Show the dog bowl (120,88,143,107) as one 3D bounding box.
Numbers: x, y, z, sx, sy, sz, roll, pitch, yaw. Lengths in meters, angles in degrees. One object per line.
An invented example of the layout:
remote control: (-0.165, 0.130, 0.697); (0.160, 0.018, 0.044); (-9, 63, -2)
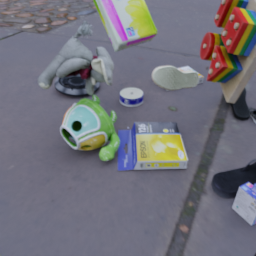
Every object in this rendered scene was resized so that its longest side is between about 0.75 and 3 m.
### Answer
dog bowl: (0.146, -1.315, 11.974); (1.011, 0.398, 1.011); (0, 36, 0)

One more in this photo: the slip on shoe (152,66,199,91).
slip on shoe: (1.052, -1.154, 6.514); (1.459, 0.540, 0.446); (-7, 16, -41)

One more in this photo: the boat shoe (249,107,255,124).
boat shoe: (4.967, -0.563, 10.976); (0.372, 0.353, 1.065); (1, 36, 2)

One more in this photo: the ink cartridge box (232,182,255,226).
ink cartridge box: (3.110, 1.869, 7.081); (0.380, 0.995, 0.679); (-20, 40, -25)

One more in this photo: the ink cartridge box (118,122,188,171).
ink cartridge box: (0.731, 0.537, 9.376); (2.147, 0.505, 2.122); (1, 36, -2)

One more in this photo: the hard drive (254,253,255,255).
hard drive: (3.499, 3.041, 6.159); (1.120, 0.184, 0.782); (-6, 37, -9)

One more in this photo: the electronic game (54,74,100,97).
electronic game: (-2.337, -2.028, 12.912); (2.056, 0.428, 2.056); (3, 38, -2)

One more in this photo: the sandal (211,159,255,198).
sandal: (3.773, 1.345, 8.141); (2.771, 0.593, 1.053); (-14, 38, -19)

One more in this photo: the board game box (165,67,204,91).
board game box: (2.416, -2.408, 13.516); (1.990, 0.341, 1.338); (-15, 39, -20)

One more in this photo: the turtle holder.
turtle holder: (-1.262, 0.132, 9.231); (1.489, 2.097, 1.594); (-38, 13, -34)

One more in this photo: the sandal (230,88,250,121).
sandal: (4.508, -1.047, 11.621); (0.802, 0.510, 2.133); (6, 49, 6)

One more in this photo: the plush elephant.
plush elephant: (-1.272, -1.854, 8.645); (1.749, 2.259, 1.860); (40, 26, -13)

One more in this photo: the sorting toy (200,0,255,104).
sorting toy: (3.269, -2.755, 9.101); (0.970, 2.770, 2.787); (7, 47, -8)

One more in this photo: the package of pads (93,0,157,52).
package of pads: (-0.074, -4.248, 10.653); (1.777, 2.300, 0.784); (-22, -3, -18)
